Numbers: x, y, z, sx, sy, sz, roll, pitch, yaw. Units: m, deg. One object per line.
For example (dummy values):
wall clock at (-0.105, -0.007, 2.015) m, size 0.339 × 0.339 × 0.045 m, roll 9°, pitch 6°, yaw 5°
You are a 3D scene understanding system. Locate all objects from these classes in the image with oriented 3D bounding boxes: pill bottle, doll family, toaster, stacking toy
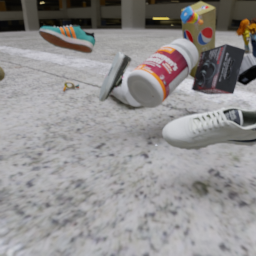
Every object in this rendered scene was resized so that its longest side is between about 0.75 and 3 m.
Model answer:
pill bottle at (1.319, -2.050, 10.146) m, size 1.503 × 1.503 × 2.743 m, roll 21°, pitch 53°, yaw 37°
doll family at (4.475, -3.174, 10.039) m, size 0.952 × 1.312 × 2.114 m, roll -16°, pitch 37°, yaw 10°
toaster at (4.057, -1.958, 9.618) m, size 0.974 × 0.881 × 0.578 m, roll 9°, pitch 55°, yaw -40°
pill bottle at (-0.096, -2.095, 14.263) m, size 1.509 × 1.509 × 2.662 m, roll -12°, pitch 27°, yaw -23°
stacking toy at (2.203, -3.643, 9.344) m, size 0.809 × 0.470 × 0.444 m, roll 11°, pitch 49°, yaw -31°

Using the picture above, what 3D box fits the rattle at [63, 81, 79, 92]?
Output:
rattle at (-3.261, -2.305, 16.182) m, size 0.898 × 0.585 × 0.641 m, roll 23°, pitch 36°, yaw -27°

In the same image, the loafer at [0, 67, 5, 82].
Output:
loafer at (-2.816, -1.212, 4.969) m, size 1.471 × 0.559 × 0.496 m, roll 39°, pitch -1°, yaw 5°

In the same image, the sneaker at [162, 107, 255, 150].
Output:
sneaker at (2.068, -0.082, 6.831) m, size 2.494 × 1.004 × 0.953 m, roll -7°, pitch 64°, yaw 9°

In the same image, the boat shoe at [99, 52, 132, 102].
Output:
boat shoe at (-0.449, -1.672, 9.730) m, size 0.584 × 1.834 × 0.648 m, roll 20°, pitch 18°, yaw -23°

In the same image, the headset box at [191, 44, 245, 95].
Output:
headset box at (2.404, -1.518, 7.525) m, size 0.602 × 1.160 × 1.558 m, roll 13°, pitch 4°, yaw -12°

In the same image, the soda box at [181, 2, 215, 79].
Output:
soda box at (2.776, -3.306, 10.991) m, size 0.947 × 2.796 × 0.895 m, roll -26°, pitch 44°, yaw -10°

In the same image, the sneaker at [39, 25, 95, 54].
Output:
sneaker at (-1.834, -2.834, 8.596) m, size 1.684 × 0.673 × 0.601 m, roll 15°, pitch -20°, yaw -9°
